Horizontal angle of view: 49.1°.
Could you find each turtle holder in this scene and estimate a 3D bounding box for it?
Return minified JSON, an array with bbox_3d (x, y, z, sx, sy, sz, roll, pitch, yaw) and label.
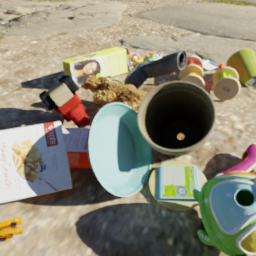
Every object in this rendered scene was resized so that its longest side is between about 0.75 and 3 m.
[{"bbox_3d":[2.161,1.717,5.277,1.489,1.392,1.960,34,44,-13],"label":"turtle holder"}]

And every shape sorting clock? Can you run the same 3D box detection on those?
[{"bbox_3d":[1.265,1.436,7.100,1.462,0.287,1.462,-5,43,5],"label":"shape sorting clock"}]

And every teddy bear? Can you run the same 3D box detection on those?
[{"bbox_3d":[-0.495,-1.171,9.730,2.527,0.844,1.832,20,20,11],"label":"teddy bear"}]

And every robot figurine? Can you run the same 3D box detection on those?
[{"bbox_3d":[-2.710,2.240,6.069,0.787,0.229,0.570,-13,38,-18],"label":"robot figurine"}]

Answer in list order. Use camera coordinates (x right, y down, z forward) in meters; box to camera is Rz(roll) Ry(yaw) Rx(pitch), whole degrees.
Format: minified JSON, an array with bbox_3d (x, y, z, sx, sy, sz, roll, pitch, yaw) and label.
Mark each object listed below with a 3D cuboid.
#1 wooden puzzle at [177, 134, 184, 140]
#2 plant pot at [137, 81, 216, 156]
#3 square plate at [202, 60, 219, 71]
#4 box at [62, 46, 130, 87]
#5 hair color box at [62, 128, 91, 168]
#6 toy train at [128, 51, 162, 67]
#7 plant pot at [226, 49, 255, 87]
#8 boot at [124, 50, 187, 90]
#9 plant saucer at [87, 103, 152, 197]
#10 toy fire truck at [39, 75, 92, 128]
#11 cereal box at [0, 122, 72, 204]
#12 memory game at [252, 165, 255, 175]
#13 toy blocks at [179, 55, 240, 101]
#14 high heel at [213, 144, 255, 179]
[{"bbox_3d":[1.746,0.241,8.920,1.068,0.075,0.634,-15,39,-18],"label":"wooden puzzle"},{"bbox_3d":[1.353,-0.022,7.642,1.952,1.693,1.952,-5,67,13],"label":"plant pot"},{"bbox_3d":[3.789,-2.930,13.203,0.839,0.119,0.831,-19,41,-24],"label":"square plate"},{"bbox_3d":[-1.272,-2.621,11.905,2.901,1.092,0.727,-25,35,-30],"label":"box"},{"bbox_3d":[-1.223,0.559,8.010,2.032,0.649,1.127,0,35,2],"label":"hair color box"},{"bbox_3d":[0.611,-3.545,13.643,2.122,0.590,1.594,1,37,2],"label":"toy train"},{"bbox_3d":[4.947,-2.398,11.743,1.230,1.230,1.315,-6,54,-8],"label":"plant pot"},{"bbox_3d":[1.031,-2.052,10.591,2.130,0.773,1.937,2,57,35],"label":"boot"},{"bbox_3d":[-0.241,0.539,6.997,0.416,2.313,2.313,-11,25,39],"label":"plant saucer"},{"bbox_3d":[-1.524,-0.555,8.872,1.443,2.243,1.974,-39,18,-8],"label":"toy fire truck"},{"bbox_3d":[-2.720,0.887,6.892,2.426,0.479,1.745,-11,77,-13],"label":"cereal box"},{"bbox_3d":[4.440,1.508,7.129,2.472,0.157,2.472,0,36,0],"label":"memory game"},{"bbox_3d":[3.287,-2.265,11.554,2.302,1.003,2.762,6,37,9],"label":"toy blocks"},{"bbox_3d":[2.882,0.963,7.487,0.904,0.635,1.885,24,55,14],"label":"high heel"}]
